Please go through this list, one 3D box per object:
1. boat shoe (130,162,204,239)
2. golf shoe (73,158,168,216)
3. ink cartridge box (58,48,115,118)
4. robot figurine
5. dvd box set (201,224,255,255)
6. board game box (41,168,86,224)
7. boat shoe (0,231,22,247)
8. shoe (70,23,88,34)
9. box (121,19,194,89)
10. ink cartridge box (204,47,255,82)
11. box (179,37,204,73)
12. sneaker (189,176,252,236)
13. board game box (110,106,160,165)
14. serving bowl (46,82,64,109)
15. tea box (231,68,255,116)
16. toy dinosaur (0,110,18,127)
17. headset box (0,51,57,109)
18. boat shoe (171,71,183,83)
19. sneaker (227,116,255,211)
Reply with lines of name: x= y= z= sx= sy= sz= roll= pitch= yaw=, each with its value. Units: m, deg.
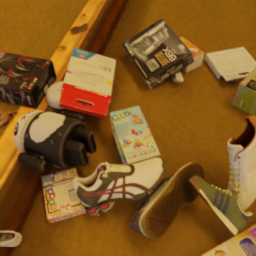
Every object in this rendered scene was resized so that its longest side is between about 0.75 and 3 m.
boat shoe: x=1.133 y=1.880 z=7.968 sx=2.956 sy=1.082 sz=0.958 roll=-31 pitch=13 yaw=-40
golf shoe: x=-0.219 y=1.414 z=7.603 sx=2.642 sy=1.164 sz=1.020 roll=-29 pitch=23 yaw=6
ink cartridge box: x=-1.521 y=-1.501 z=10.460 sx=1.743 sy=1.009 sz=2.999 roll=14 pitch=50 yaw=-11
robot figurine: x=-2.311 y=0.336 z=8.766 sx=2.585 sy=1.613 sz=1.942 roll=14 pitch=10 yaw=21
dvd box set: x=3.026 y=3.764 z=6.825 sx=2.897 sy=0.426 sz=2.120 roll=-22 pitch=54 yaw=-17
board game box: x=-1.932 y=1.976 z=8.340 sx=1.084 sy=0.331 sz=1.431 roll=-13 pitch=52 yaw=-11
boat shoe: x=-3.578 y=2.967 z=7.443 sx=1.371 sy=0.470 sz=0.494 roll=2 pitch=51 yaw=1
shoe: x=-2.464 y=-4.958 z=14.087 sx=0.989 sy=0.264 sz=0.346 roll=-26 pitch=88 yaw=-15
box: x=1.181 y=-3.171 z=11.828 sx=2.115 sy=0.667 sz=2.682 roll=-31 pitch=54 yaw=7
ink cartridge box: x=4.573 y=-2.654 z=12.082 sx=1.911 sy=0.389 sz=1.914 roll=-12 pitch=52 yaw=-9
box: x=2.466 y=-3.243 z=12.351 sx=0.913 sy=0.715 sz=1.467 roll=-28 pitch=56 yaw=-20
sneaker: x=2.502 y=1.876 z=7.459 sx=0.828 sy=0.619 sz=1.845 roll=-39 pitch=83 yaw=-1
board game box: x=0.178 y=0.443 z=8.993 sx=1.041 sy=1.023 sz=1.986 roll=-14 pitch=55 yaw=-9
serving bowl: x=-2.579 y=-1.385 z=11.016 sx=1.365 sy=0.449 sz=1.365 roll=-1 pitch=51 yaw=1
tea box: x=5.147 y=-1.302 z=10.492 sx=1.673 sy=1.136 sz=1.700 roll=37 pitch=59 yaw=26
toy dinosaur: x=-4.470 y=-0.368 z=10.246 sx=0.626 sy=0.396 sz=0.923 roll=8 pitch=56 yaw=-2
headset box: x=-4.493 y=-1.951 z=11.123 sx=2.607 sy=0.978 sz=1.938 roll=13 pitch=52 yaw=10
boat shoe: x=2.003 y=-2.215 z=11.707 sx=0.390 sy=0.429 sz=1.167 roll=14 pitch=40 yaw=-18
sneaker: x=3.098 y=0.980 z=7.772 sx=1.212 sy=2.863 sz=1.042 roll=16 pitch=12 yaw=-8
